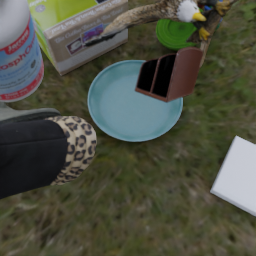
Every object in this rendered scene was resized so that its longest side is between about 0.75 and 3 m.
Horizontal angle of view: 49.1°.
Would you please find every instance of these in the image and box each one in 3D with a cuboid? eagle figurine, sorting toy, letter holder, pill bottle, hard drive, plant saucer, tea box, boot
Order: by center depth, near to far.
[{"bbox_3d":[-1.823,0.547,3.446,2.010,2.670,0.977,-8,72,-45],"label":"boot"},{"bbox_3d":[0.662,-0.896,4.263,0.545,0.771,1.084,23,24,25],"label":"letter holder"},{"bbox_3d":[-2.145,-1.479,4.306,1.372,2.523,1.372,3,72,-8],"label":"pill bottle"},{"bbox_3d":[0.647,-2.271,5.026,2.679,2.022,2.033,6,90,-23],"label":"eagle figurine"},{"bbox_3d":[3.287,1.365,6.432,2.335,0.312,1.540,27,68,12],"label":"hard drive"},{"bbox_3d":[-3.225,-0.527,7.025,2.930,0.992,1.914,-14,60,-8],"label":"boot"},{"bbox_3d":[0.179,-0.685,7.344,2.428,0.436,2.428,0,65,0],"label":"plant saucer"},{"bbox_3d":[-1.565,-3.181,7.902,2.333,1.559,2.295,-31,68,-14],"label":"tea box"},{"bbox_3d":[1.933,-3.323,8.381,1.696,1.159,2.822,10,76,22],"label":"sorting toy"}]
